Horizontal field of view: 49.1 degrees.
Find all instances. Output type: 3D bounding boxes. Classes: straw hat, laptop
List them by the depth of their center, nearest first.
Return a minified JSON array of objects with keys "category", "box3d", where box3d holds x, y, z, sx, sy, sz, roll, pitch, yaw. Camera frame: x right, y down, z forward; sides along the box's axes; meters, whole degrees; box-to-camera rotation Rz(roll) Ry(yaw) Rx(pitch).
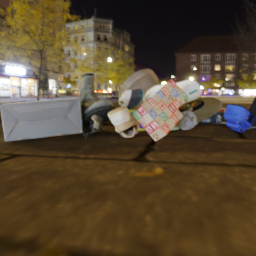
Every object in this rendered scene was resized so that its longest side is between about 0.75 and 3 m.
[{"category":"laptop","box3d":[5.553,-0.790,11.364,2.601,1.610,2.778,-1,7,-11]},{"category":"straw hat","box3d":[2.439,-1.039,11.383,2.437,1.031,2.437,-10,-25,-5]}]

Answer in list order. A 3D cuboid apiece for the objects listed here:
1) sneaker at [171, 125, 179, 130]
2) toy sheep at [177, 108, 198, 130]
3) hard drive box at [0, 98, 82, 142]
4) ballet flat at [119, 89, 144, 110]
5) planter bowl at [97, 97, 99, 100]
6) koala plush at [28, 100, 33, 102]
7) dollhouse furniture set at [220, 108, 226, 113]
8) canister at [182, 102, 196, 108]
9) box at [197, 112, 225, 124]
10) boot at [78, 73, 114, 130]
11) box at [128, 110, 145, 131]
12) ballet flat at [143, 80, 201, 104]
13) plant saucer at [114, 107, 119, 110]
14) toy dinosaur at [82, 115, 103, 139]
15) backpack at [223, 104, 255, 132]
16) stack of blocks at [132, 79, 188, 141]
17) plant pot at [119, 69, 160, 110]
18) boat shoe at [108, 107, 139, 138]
[{"category":"sneaker","box3d":[1.577,-0.219,10.828,0.844,0.591,0.328,1,7,10]},{"category":"toy sheep","box3d":[2.242,-0.294,10.663,0.789,0.789,1.144,4,21,33]},{"category":"hard drive box","box3d":[-2.848,-0.370,9.197,2.181,1.075,2.799,-6,7,-18]},{"category":"ballet flat","box3d":[0.016,-1.098,11.252,0.778,0.778,2.130,-1,-8,-12]},{"category":"planter bowl","box3d":[-1.720,-0.850,13.284,0.909,1.350,1.350,41,13,6]},{"category":"koala plush","box3d":[-5.436,-0.859,15.031,1.047,1.085,1.181,3,20,30]},{"category":"dollhouse furniture set","box3d":[5.409,-0.983,16.010,1.706,0.889,1.725,1,7,10]},{"category":"canister","box3d":[3.106,-1.256,16.057,2.238,0.969,1.662,7,-21,48]},{"category":"box","box3d":[3.286,-0.570,13.982,2.466,0.537,1.976,0,7,-2]},{"category":"boot","box3d":[-1.294,-1.028,9.532,0.965,1.862,2.850,-5,-8,-21]},{"category":"box","box3d":[0.355,-0.313,10.933,1.225,0.747,1.180,-2,7,-26]},{"category":"ballet flat","box3d":[1.340,-1.100,10.425,1.010,1.010,2.910,-5,-3,-38]},{"category":"plant saucer","box3d":[-0.181,-0.829,15.547,2.527,0.405,2.527,4,12,-1]},{"category":"toy dinosaur","box3d":[-1.106,0.022,8.927,0.746,0.402,1.692,-31,-7,-7]},{"category":"backpack","box3d":[3.901,-0.355,9.960,0.810,0.836,0.997,14,-13,46]},{"category":"stack of blocks","box3d":[1.092,-0.580,8.477,1.867,1.075,0.547,-43,2,-41]},{"category":"plant pot","box3d":[0.998,-1.524,14.408,2.302,2.302,1.997,-7,50,-47]},{"category":"boat shoe","box3d":[-0.056,-0.054,8.684,0.798,0.749,2.166,-22,-12,12]}]
